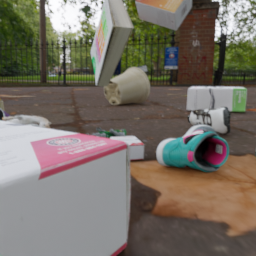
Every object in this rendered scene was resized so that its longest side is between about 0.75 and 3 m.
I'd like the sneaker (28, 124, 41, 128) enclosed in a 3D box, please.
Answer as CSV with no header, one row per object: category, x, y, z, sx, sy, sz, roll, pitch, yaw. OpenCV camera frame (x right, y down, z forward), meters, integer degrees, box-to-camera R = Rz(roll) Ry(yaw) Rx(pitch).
sneaker,-2.477,0.401,5.889,0.844,0.782,2.082,-6,8,16

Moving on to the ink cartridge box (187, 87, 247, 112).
ink cartridge box,4.700,-1.566,14.987,2.865,1.204,2.085,3,11,18

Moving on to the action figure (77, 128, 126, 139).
action figure,-0.611,0.221,7.644,0.965,0.447,1.633,5,8,39

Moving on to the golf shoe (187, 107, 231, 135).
golf shoe,2.555,-0.206,8.991,1.059,0.872,2.242,-5,1,-1

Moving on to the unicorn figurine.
unicorn figurine,-3.250,-0.082,8.416,1.876,0.693,1.289,7,13,35

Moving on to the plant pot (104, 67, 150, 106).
plant pot,-0.216,-2.448,17.745,2.397,2.397,2.195,10,26,44

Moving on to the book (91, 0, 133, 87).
book,-0.718,-3.004,9.686,0.654,1.818,2.722,-1,-31,-21

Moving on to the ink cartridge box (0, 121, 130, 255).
ink cartridge box,-1.754,0.677,2.861,2.927,1.212,2.145,7,13,34

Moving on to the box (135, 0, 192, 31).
box,1.143,-3.938,8.920,1.432,1.090,0.761,27,-14,23

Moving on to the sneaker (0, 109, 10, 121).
sneaker,-5.179,-0.208,9.303,2.478,0.939,1.085,2,-6,-1

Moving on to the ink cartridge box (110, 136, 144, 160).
ink cartridge box,-0.047,0.460,6.414,0.634,0.358,0.864,-2,11,-12

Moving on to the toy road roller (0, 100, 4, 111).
toy road roller,-6.185,-0.820,12.152,1.370,0.842,1.000,-9,2,-37

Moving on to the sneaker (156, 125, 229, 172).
sneaker,1.579,0.357,5.710,1.872,0.783,1.130,-20,16,-40
